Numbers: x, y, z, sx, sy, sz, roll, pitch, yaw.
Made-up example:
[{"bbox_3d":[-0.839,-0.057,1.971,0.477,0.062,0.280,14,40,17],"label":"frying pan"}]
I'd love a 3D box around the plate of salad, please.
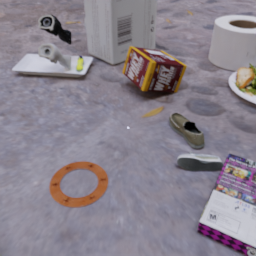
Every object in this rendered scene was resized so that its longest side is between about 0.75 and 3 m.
[{"bbox_3d":[5.077,-1.569,9.867,2.898,0.696,2.898,0,37,0],"label":"plate of salad"}]

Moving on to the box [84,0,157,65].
[{"bbox_3d":[-0.270,-4.528,11.993,2.715,2.701,1.774,-30,47,-33],"label":"box"}]

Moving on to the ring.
[{"bbox_3d":[-1.177,1.282,6.688,1.403,0.135,1.403,0,37,0],"label":"ring"}]

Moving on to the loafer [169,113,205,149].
[{"bbox_3d":[1.711,-0.045,8.048,0.574,0.532,1.527,-17,41,-21],"label":"loafer"}]

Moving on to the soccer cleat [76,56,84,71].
[{"bbox_3d":[-1.946,-2.592,11.204,0.291,0.377,0.900,-5,37,1],"label":"soccer cleat"}]

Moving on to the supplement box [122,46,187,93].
[{"bbox_3d":[0.890,-2.046,9.856,1.540,1.023,1.519,-3,34,-33],"label":"supplement box"}]

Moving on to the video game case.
[{"bbox_3d":[3.016,1.746,5.821,2.534,0.454,2.297,19,42,23],"label":"video game case"}]

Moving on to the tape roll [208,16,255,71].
[{"bbox_3d":[4.643,-3.544,11.644,2.324,1.596,2.324,0,38,0],"label":"tape roll"}]

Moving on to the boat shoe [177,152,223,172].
[{"bbox_3d":[1.786,0.831,7.056,1.150,0.424,0.369,3,32,-2],"label":"boat shoe"}]

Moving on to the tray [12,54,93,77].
[{"bbox_3d":[-2.983,-2.478,11.325,2.904,0.322,1.559,4,37,6],"label":"tray"}]

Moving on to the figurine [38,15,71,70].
[{"bbox_3d":[-2.593,-3.116,10.536,0.720,1.673,1.633,-1,-2,19],"label":"figurine"}]
